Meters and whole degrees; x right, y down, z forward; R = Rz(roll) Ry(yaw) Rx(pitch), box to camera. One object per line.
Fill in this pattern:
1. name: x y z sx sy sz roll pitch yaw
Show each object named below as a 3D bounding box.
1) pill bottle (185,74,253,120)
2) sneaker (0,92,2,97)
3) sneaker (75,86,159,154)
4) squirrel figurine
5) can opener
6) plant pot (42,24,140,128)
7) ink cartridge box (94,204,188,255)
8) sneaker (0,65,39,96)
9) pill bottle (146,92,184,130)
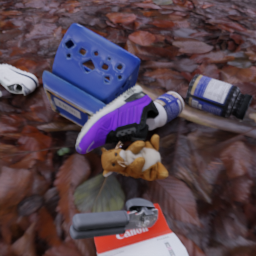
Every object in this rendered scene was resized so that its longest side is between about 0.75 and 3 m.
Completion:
1. pill bottle: 2.594 -0.850 8.054 1.696 0.949 0.949 24 47 21
2. sneaker: -6.026 -1.533 10.890 2.101 0.861 0.776 5 43 6
3. sneaker: -0.137 -0.010 7.416 1.299 0.908 2.611 44 64 10
4. squirrel figurine: -0.014 0.949 7.528 1.549 1.660 1.174 -2 72 -21
5. can opener: -0.285 2.067 6.499 2.177 0.581 0.728 5 27 -27
6. plant pot: -1.234 -1.307 8.770 2.381 2.380 2.140 30 71 4
7. ink cartridge box: 0.259 2.813 6.330 1.923 0.675 2.366 -12 48 -12
8. sneaker: -4.783 -1.924 11.418 2.203 0.841 0.887 16 54 19
9. pill bottle: 1.119 -0.566 9.540 0.911 0.911 1.574 31 44 30
